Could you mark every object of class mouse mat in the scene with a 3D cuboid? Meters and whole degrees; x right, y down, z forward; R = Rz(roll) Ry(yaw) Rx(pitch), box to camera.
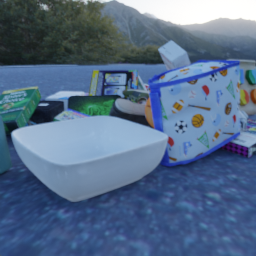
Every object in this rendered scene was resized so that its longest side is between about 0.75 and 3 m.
[{"bbox_3d":[-1.212,-0.534,10.396,2.069,0.078,1.665,-2,61,-8],"label":"mouse mat"}]

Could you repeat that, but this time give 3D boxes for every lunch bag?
[{"bbox_3d":[1.683,-0.487,7.632,2.715,2.308,1.681,-26,24,-34],"label":"lunch bag"}]

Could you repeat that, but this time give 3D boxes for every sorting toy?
[{"bbox_3d":[4.233,-1.445,10.055,1.856,2.006,0.366,-7,-1,-34],"label":"sorting toy"}]

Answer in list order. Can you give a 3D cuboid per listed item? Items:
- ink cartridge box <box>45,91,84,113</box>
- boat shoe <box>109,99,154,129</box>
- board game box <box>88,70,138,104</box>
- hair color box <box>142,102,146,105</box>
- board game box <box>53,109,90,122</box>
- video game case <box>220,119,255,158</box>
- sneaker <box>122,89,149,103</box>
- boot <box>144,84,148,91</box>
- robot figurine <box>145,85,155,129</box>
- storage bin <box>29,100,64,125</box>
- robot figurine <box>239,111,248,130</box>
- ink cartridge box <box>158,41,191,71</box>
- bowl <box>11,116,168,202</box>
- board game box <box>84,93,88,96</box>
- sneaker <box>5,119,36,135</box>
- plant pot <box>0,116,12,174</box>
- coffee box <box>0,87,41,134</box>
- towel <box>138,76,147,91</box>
[{"bbox_3d":[-3.000,-1.252,13.598,1.335,0.783,1.823,2,15,8],"label":"ink cartridge box"},{"bbox_3d":[0.454,-0.408,10.293,2.538,0.723,0.849,15,44,-30],"label":"boat shoe"},{"bbox_3d":[-0.597,-1.251,11.371,1.959,0.672,2.370,1,59,6],"label":"board game box"},{"bbox_3d":[1.109,-0.654,11.651,1.323,0.429,0.723,8,53,29],"label":"hair color box"},{"bbox_3d":[-1.473,-0.116,9.556,1.799,0.262,1.211,18,22,5],"label":"board game box"},{"bbox_3d":[3.488,0.161,9.076,2.058,0.407,2.271,-19,23,-32],"label":"video game case"},{"bbox_3d":[0.298,-1.180,10.676,1.070,0.480,0.359,3,-21,-1],"label":"sneaker"},{"bbox_3d":[-0.003,-1.787,14.859,2.452,0.888,1.769,-7,17,6],"label":"boot"},{"bbox_3d":[1.513,-0.746,9.740,1.484,1.830,2.544,12,26,29],"label":"robot figurine"},{"bbox_3d":[-3.328,-0.522,11.017,1.204,0.835,1.781,2,17,8],"label":"storage bin"},{"bbox_3d":[3.302,-0.308,8.735,0.813,0.541,0.958,-16,41,-7],"label":"robot figurine"},{"bbox_3d":[1.612,-2.026,9.101,0.549,1.311,0.951,-35,46,3],"label":"ink cartridge box"},{"bbox_3d":[-0.906,0.609,6.588,2.975,1.110,2.970,-13,21,-36],"label":"bowl"},{"bbox_3d":[-2.853,-1.942,17.024,0.797,0.223,0.781,0,16,1],"label":"board game box"},{"bbox_3d":[-4.369,-0.091,9.891,2.264,0.829,0.927,9,3,8],"label":"sneaker"},{"bbox_3d":[-3.870,0.669,6.095,1.399,1.400,1.981,5,24,17],"label":"plant pot"},{"bbox_3d":[-3.851,-0.596,9.264,1.369,0.490,2.227,-6,35,8],"label":"coffee box"},{"bbox_3d":[-0.434,-1.653,12.166,2.270,0.348,1.694,-19,49,-5],"label":"towel"}]
